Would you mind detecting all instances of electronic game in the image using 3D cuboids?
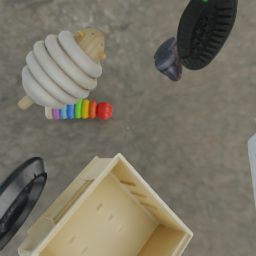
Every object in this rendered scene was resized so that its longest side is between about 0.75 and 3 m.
[{"bbox_3d":[-1.670,1.132,3.930,0.340,1.633,1.633,30,81,3],"label":"electronic game"}]

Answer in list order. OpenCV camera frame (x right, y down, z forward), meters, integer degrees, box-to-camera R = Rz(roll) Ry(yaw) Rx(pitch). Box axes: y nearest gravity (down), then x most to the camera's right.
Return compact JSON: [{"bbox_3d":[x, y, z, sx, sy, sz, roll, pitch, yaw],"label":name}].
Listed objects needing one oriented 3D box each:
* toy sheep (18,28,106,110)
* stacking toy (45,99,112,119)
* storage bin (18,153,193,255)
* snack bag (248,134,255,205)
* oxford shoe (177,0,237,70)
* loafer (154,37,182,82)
[{"bbox_3d":[-1.221,-1.012,5.080,2.014,1.389,1.389,-43,82,12],"label":"toy sheep"},{"bbox_3d":[-1.309,-0.513,7.653,1.753,0.748,0.748,7,80,-5],"label":"stacking toy"},{"bbox_3d":[-0.341,1.908,4.787,2.104,0.986,2.089,49,66,-17],"label":"storage bin"},{"bbox_3d":[2.502,1.018,4.722,0.305,2.853,2.690,-3,72,8],"label":"snack bag"},{"bbox_3d":[1.382,-2.052,4.540,0.817,0.949,2.248,19,119,10],"label":"oxford shoe"},{"bbox_3d":[0.928,-1.514,6.213,0.602,1.675,0.527,-31,112,26],"label":"loafer"}]
